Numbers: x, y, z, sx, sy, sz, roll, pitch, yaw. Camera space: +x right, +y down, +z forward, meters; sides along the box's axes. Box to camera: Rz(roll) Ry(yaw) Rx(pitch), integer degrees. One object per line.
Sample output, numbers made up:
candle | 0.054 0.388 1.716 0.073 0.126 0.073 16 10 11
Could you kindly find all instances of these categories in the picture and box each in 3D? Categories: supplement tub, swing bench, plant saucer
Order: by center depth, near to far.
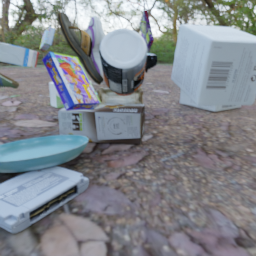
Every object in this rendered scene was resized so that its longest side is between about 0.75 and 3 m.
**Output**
plant saucer | -2.546 0.675 7.674 2.954 0.405 2.954 -5 9 1
supplement tub | -0.161 -2.225 10.202 1.592 1.592 2.598 0 -15 0
swing bench | -0.353 -1.192 13.084 2.084 1.359 2.095 0 11 0

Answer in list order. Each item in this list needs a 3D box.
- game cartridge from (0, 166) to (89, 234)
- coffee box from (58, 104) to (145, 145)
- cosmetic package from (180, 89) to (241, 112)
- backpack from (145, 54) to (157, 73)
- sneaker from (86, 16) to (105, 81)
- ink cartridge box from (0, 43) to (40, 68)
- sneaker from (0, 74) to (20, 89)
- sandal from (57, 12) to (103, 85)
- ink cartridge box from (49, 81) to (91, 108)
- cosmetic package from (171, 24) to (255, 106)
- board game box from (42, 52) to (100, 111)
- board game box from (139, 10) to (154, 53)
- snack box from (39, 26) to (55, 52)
game cartridge | -2.021 1.389 5.966 1.388 0.421 2.082 14 21 30
coffee box | -0.848 -0.212 10.013 2.802 1.117 1.602 2 17 8
cosmetic package | 4.425 -2.218 14.977 2.136 2.138 2.591 -11 20 -32
backpack | 0.934 -3.182 13.308 0.655 0.863 1.034 30 40 30
sneaker | -1.049 -3.363 11.885 1.328 2.667 0.998 -23 32 -26
ink cartridge box | -3.480 -2.282 8.895 0.947 0.548 1.630 12 9 -4
sneaker | -3.478 -1.210 7.403 1.061 0.477 0.356 27 7 -24
sandal | -1.486 -2.756 9.610 0.725 2.655 1.085 -29 9 9
ink cartridge box | -3.131 -1.933 15.464 2.259 1.323 0.760 -14 22 -40
cosmetic package | 2.944 -2.186 9.480 2.073 2.086 2.492 -2 31 -13
board game box | -1.465 -1.196 7.323 0.342 1.526 1.026 -35 -13 30
board game box | 0.902 -4.821 14.039 0.283 1.750 1.050 -5 -16 -17
snack box | -3.045 -3.314 10.505 0.278 0.692 0.821 16 -14 -31
